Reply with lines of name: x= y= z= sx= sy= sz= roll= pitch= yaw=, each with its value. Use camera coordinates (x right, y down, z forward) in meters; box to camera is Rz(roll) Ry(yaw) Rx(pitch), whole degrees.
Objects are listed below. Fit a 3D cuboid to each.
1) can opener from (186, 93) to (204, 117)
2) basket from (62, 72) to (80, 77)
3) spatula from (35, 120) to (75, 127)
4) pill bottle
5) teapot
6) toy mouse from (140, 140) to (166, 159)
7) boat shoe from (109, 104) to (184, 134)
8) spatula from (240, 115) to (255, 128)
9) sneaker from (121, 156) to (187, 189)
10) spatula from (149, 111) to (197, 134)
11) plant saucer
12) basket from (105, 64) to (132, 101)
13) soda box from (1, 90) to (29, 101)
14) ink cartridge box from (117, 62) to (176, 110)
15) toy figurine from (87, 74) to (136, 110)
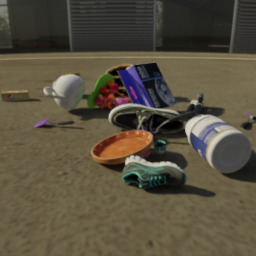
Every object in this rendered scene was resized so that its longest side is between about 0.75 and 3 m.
can opener: x=3.321 y=-1.186 z=13.844 sx=0.628 sy=0.787 sz=2.355 roll=7 pitch=21 yaw=20
basket: x=-3.376 y=-2.605 z=16.889 sx=1.042 sy=1.399 sz=0.998 roll=-2 pitch=20 yaw=-6
spatula: x=-3.087 y=-0.201 z=11.812 sx=1.752 sy=0.180 sz=0.495 roll=0 pitch=27 yaw=9
pill bottle: x=2.667 y=0.356 z=8.825 sx=1.287 sy=1.287 sz=2.317 roll=-3 pitch=19 yaw=-9
teapot: x=-3.111 y=-1.871 z=13.834 sx=1.394 sy=1.884 sz=1.909 roll=27 pitch=-18 yaw=6
toy mouse: x=0.693 y=0.734 z=9.068 sx=1.636 sy=0.317 sz=1.454 roll=-21 pitch=21 yaw=-34
boat shoe: x=0.712 y=-0.319 z=11.056 sx=2.974 sy=1.052 sz=0.947 roll=1 pitch=18 yaw=0
spatula: x=5.297 y=-0.326 z=12.269 sx=0.611 sy=0.222 sz=2.162 roll=15 pitch=26 yaw=33
sneaker: x=0.619 y=1.315 z=7.358 sx=1.786 sy=0.693 sz=0.815 roll=6 pitch=36 yaw=27
spatula: x=1.328 y=-0.108 z=10.087 sx=2.490 sy=0.256 sz=0.704 roll=-26 pitch=-13 yaw=25
plant saucer: x=-0.173 y=0.628 z=8.952 sx=2.007 sy=0.324 sz=2.007 roll=-13 pitch=19 yaw=4
basket: x=-0.034 y=-2.672 z=16.270 sx=2.727 sy=1.946 sz=2.031 roll=2 pitch=19 yaw=5
soda box: x=-6.483 y=-1.853 z=16.138 sx=1.456 sy=0.493 sz=0.466 roll=-4 pitch=20 yaw=-8
ink cartridge box: x=0.950 y=-1.879 z=13.224 sx=2.439 sy=2.416 sz=0.529 roll=-21 pitch=-7 yaw=-42
toy figurine: x=-0.595 y=-1.533 z=14.239 sx=2.080 sy=1.697 sz=2.260 roll=22 pitch=51 yaw=27
